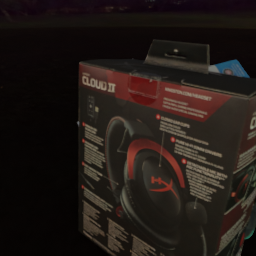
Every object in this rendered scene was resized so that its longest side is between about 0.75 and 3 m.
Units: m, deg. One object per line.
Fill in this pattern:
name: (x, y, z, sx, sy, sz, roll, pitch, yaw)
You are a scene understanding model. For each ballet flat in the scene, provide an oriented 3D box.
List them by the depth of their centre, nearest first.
ballet flat: (2.044, 1.229, 4.786, 0.557, 0.557, 1.524, 16, 30, 31)

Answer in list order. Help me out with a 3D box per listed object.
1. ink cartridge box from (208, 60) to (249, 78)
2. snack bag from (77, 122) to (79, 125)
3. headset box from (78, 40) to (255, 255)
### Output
ink cartridge box: (1.390, -0.114, 5.631, 2.073, 1.514, 1.521, -14, 51, 1)
snack bag: (-1.052, -0.053, 8.304, 0.862, 0.092, 0.813, -7, 24, -12)
headset box: (0.443, 0.427, 3.623, 2.201, 2.961, 1.111, 19, 25, 38)
